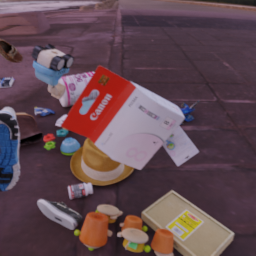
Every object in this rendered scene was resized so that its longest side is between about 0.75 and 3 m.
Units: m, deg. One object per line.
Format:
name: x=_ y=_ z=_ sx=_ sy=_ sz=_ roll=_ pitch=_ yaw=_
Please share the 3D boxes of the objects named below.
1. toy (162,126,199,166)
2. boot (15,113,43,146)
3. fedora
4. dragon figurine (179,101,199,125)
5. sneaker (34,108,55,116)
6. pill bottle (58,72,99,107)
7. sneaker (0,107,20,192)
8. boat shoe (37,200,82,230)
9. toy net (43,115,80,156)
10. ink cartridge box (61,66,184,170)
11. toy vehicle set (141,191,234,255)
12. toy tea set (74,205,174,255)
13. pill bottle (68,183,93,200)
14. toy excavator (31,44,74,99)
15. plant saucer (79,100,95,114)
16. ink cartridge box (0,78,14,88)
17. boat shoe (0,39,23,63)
toy: x=1.379 y=0.403 z=8.260 sx=0.744 sy=0.305 sz=1.293 roll=-35 pitch=77 yaw=1
boot: x=-5.444 y=0.099 z=12.292 sx=2.921 sy=1.057 sz=2.430 roll=-14 pitch=31 yaw=-29
fedora: x=-0.997 y=1.014 z=10.794 sx=2.703 sy=1.102 sz=2.703 roll=0 pitch=32 yaw=0
dragon figurine: x=2.954 y=-0.731 z=14.092 sx=2.208 sy=0.650 sz=1.098 roll=-17 pitch=35 yaw=-24
sneaker: x=-4.331 y=-0.802 z=14.520 sx=1.051 sy=0.432 sz=0.388 roll=7 pitch=-2 yaw=-22
pill bottle: x=-2.402 y=-2.213 z=15.591 sx=2.849 sy=1.615 sz=1.615 roll=-15 pitch=34 yaw=-24
sneaker: x=-3.132 y=0.544 z=7.200 sx=0.866 sy=2.311 sz=1.002 roll=10 pitch=21 yaw=-18
boat shoe: x=-2.149 y=2.618 z=8.752 sx=1.543 sy=0.546 sz=0.491 roll=23 pitch=38 yaw=21
toy net: x=-2.971 y=0.286 z=12.601 sx=1.476 sy=0.543 sz=2.813 roll=-8 pitch=30 yaw=-8
ink cartridge box: x=-0.137 y=-0.117 z=7.399 sx=2.594 sy=2.108 sz=0.740 roll=22 pitch=29 yaw=-31
toy vehicle set: x=1.719 y=2.936 z=8.380 sx=1.464 sy=0.312 sz=2.356 roll=-24 pitch=39 yaw=-34
toy tea set: x=-0.101 y=3.118 z=7.826 sx=2.721 sy=1.007 sz=1.618 roll=14 pitch=5 yaw=28
pill bottle: x=-1.632 y=2.141 z=9.561 sx=0.776 sy=0.450 sz=0.450 roll=-10 pitch=33 yaw=-16
toy excavator: x=-3.006 y=-2.053 z=11.113 sx=1.118 sy=2.239 sz=2.177 roll=29 pitch=24 yaw=7
plant saucer: x=-1.621 y=-0.720 z=14.253 sx=2.425 sy=0.467 sz=2.425 roll=0 pitch=31 yaw=0
ink cartridge box: x=-8.233 y=-2.977 z=18.116 sx=1.430 sy=0.313 sz=1.444 roll=-5 pitch=31 yaw=-8
boat shoe: x=-4.635 y=-2.967 z=10.903 sx=0.545 sy=0.574 sz=1.517 roll=11 pitch=-8 yaw=26
